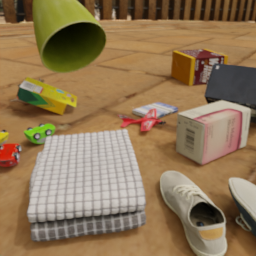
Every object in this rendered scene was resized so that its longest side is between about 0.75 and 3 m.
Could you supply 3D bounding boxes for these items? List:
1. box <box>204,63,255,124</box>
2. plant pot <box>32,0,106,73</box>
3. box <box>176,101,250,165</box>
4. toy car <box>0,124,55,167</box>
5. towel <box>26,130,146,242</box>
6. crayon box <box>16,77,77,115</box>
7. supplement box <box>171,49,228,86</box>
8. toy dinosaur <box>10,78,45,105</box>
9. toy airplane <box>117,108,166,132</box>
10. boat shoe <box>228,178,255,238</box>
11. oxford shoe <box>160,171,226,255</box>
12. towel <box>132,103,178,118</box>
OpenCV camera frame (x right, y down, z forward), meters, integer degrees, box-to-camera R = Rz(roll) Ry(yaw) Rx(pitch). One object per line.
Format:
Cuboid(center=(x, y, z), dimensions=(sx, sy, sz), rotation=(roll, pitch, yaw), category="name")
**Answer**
Cuboid(center=(3.563, -1.006, 8.710), dimensions=(1.914, 1.186, 1.881), rotation=(14, -10, 27), category="box")
Cuboid(center=(-2.245, -3.473, 9.347), dimensions=(2.238, 2.238, 2.391), rotation=(-17, 67, -31), category="plant pot")
Cuboid(center=(2.244, 0.073, 7.425), dimensions=(1.779, 1.137, 0.969), rotation=(-16, 26, -30), category="box")
Cuboid(center=(-2.892, 0.372, 7.650), dimensions=(1.930, 0.457, 2.051), rotation=(-20, 33, -37), category="toy car")
Cuboid(center=(-0.832, 1.050, 5.613), dimensions=(2.017, 1.042, 2.436), rotation=(-5, 28, -8), category="towel")
Cuboid(center=(-2.872, -1.108, 10.125), dimensions=(1.973, 0.501, 1.253), rotation=(20, 21, -15), category="crayon box")
Cuboid(center=(3.439, -3.020, 13.768), dimensions=(1.956, 1.299, 1.930), rotation=(-8, 27, -17), category="supplement box")
Cuboid(center=(-3.741, -1.340, 10.905), dimensions=(0.710, 1.121, 1.655), rotation=(32, 65, 11), category="toy dinosaur")
Cuboid(center=(0.419, -0.211, 9.045), dimensions=(1.612, 0.296, 1.612), rotation=(-1, 29, 1), category="toy airplane")
Cuboid(center=(2.319, 1.574, 5.013), dimensions=(0.661, 0.546, 1.764), rotation=(-5, 28, -15), category="boat shoe")
Cuboid(center=(1.190, 1.388, 5.300), dimensions=(0.850, 0.653, 2.261), rotation=(-7, 24, -7), category="oxford shoe")
Cuboid(center=(0.977, -0.612, 10.049), dimensions=(1.434, 0.171, 1.053), rotation=(-19, 29, -38), category="towel")
